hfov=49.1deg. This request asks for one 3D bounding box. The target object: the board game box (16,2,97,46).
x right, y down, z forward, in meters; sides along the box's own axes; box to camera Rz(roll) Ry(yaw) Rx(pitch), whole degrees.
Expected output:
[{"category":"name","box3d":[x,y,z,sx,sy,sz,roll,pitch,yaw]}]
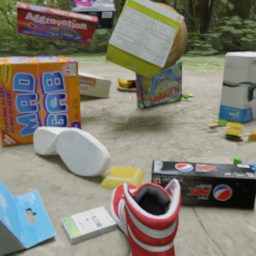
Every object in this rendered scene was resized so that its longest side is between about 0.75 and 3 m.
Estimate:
[{"category":"board game box","box3d":[-2.640,-3.786,10.391,2.758,0.268,1.420,4,-23,-18]}]

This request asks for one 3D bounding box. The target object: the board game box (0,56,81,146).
[{"category":"board game box","box3d":[-3.126,-1.086,9.539,2.460,2.461,2.459,-8,20,-22]}]

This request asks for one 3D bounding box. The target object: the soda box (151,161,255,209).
[{"category":"soda box","box3d":[1.466,1.124,5.649,2.015,0.713,0.638,2,19,6]}]

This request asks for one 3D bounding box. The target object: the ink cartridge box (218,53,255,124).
[{"category":"ink cartridge box","box3d":[4.630,-1.628,11.055,1.844,2.550,1.074,-14,23,-37]}]

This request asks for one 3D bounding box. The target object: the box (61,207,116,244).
[{"category":"box","box3d":[-0.693,1.681,4.897,0.805,0.146,0.581,-8,20,-27]}]

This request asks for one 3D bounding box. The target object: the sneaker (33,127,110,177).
[{"category":"sneaker","box3d":[-1.275,0.448,7.422,2.856,1.074,1.264,15,12,42]}]

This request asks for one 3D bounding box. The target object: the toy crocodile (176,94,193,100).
[{"category":"toy crocodile","box3d":[2.830,-1.634,14.491,1.095,0.338,0.370,0,15,38]}]

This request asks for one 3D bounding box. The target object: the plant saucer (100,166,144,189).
[{"category":"plant saucer","box3d":[-0.110,1.120,6.486,0.869,0.211,0.869,3,19,12]}]

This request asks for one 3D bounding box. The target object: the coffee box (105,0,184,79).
[{"category":"coffee box","box3d":[0.469,-3.131,9.998,1.966,1.944,1.963,22,-4,-7]}]

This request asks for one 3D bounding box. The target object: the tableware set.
[{"category":"tableware set","box3d":[3.509,0.088,9.587,1.277,0.291,1.895,-6,18,-27]}]

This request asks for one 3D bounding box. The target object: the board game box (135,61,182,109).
[{"category":"board game box","box3d":[1.524,-2.104,13.386,2.696,1.825,0.465,-20,27,-34]}]

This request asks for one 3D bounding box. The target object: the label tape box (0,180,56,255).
[{"category":"label tape box","box3d":[-2.603,1.427,4.651,2.376,0.786,1.702,-11,21,-25]}]

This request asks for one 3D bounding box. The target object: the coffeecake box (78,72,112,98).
[{"category":"coffeecake box","box3d":[-2.540,-2.487,15.463,2.125,1.012,2.769,5,13,-35]}]

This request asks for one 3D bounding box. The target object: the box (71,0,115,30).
[{"category":"box","box3d":[-1.389,-4.500,10.811,1.588,0.911,1.049,-7,-21,-13]}]

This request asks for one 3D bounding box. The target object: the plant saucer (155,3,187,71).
[{"category":"plant saucer","box3d":[1.110,-3.726,11.334,2.765,2.765,0.490,-1,4,-4]}]

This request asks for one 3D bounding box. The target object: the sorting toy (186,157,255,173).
[{"category":"sorting toy","box3d":[2.036,1.010,6.742,2.082,0.284,1.172,-1,14,-3]}]

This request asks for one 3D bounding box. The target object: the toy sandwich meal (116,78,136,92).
[{"category":"toy sandwich meal","box3d":[0.424,-2.767,17.247,2.461,0.843,2.461,0,18,0]}]

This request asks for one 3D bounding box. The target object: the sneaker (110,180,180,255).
[{"category":"sneaker","box3d":[0.208,1.177,4.502,0.843,1.331,2.367,-4,19,-13]}]
